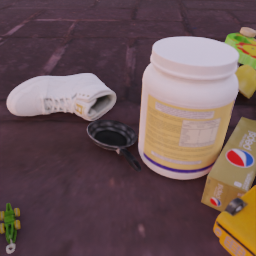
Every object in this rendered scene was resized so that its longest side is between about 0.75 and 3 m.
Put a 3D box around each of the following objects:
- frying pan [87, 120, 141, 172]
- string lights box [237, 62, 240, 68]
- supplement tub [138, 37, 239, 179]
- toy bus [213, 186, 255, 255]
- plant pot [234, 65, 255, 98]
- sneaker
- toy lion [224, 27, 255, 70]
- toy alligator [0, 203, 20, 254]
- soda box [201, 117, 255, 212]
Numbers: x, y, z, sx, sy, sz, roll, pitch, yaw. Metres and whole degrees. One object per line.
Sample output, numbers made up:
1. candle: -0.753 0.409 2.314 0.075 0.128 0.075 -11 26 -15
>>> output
1. frying pan: -0.114 0.350 6.431 1.947 0.317 1.178 35 36 31
2. string lights box: 3.135 -2.542 10.250 1.776 0.524 0.913 18 40 23
3. supplement tub: 1.143 -0.390 5.654 1.785 2.455 1.785 2 35 -1
4. toy bus: 2.464 1.331 4.618 2.499 0.978 0.813 -25 45 -29
5. plant pot: 3.429 -1.433 8.234 0.970 0.688 0.970 36 18 -14
6. sneaker: -1.660 -0.740 7.423 2.716 1.000 1.569 -20 38 -27
7. toy lion: 4.385 -2.685 9.844 2.286 0.819 2.384 -18 48 -34
8. toy alligator: -2.001 1.717 4.759 0.314 0.228 0.948 -10 43 -13
9. soda box: 2.275 0.686 5.682 0.716 0.757 2.235 21 41 26
